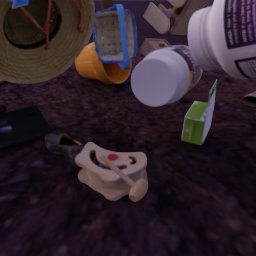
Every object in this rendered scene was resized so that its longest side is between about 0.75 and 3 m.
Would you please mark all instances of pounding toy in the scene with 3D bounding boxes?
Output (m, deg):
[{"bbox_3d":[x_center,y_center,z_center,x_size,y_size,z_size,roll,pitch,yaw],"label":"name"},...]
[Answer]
[{"bbox_3d":[-2.306,-2.655,6.360,2.208,1.025,1.704,-24,11,2],"label":"pounding toy"},{"bbox_3d":[-0.222,0.679,5.638,1.881,1.079,1.076,23,41,34],"label":"pounding toy"}]

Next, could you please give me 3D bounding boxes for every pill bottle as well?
[{"bbox_3d":[0.845,-1.117,5.880,1.105,1.105,1.898,13,24,21],"label":"pill bottle"},{"bbox_3d":[2.429,-1.635,4.245,2.865,1.611,1.611,0,22,45],"label":"pill bottle"}]

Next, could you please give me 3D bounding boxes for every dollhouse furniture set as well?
[{"bbox_3d":[1.424,-2.344,6.926,1.836,2.095,1.391,-14,59,-42],"label":"dollhouse furniture set"}]

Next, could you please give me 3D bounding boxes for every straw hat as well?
[{"bbox_3d":[-1.788,-1.973,5.084,2.241,2.241,0.948,-19,51,-30],"label":"straw hat"}]

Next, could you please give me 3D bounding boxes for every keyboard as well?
[{"bbox_3d":[-3.432,-0.003,7.279,2.569,0.330,1.543,-18,54,-35],"label":"keyboard"}]

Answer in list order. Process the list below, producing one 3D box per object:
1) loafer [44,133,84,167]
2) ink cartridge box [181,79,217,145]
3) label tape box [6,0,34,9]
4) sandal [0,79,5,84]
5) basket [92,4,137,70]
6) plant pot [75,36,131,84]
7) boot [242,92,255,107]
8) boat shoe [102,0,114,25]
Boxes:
[{"bbox_3d":[-1.507,0.369,6.729,1.514,0.547,0.551,22,37,35],"label":"loafer"},{"bbox_3d":[1.867,-0.466,7.275,0.554,1.462,1.080,13,32,22],"label":"ink cartridge box"},{"bbox_3d":[-1.069,-1.824,2.629,0.502,1.087,1.517,7,31,-7],"label":"label tape box"},{"bbox_3d":[-5.387,-1.907,10.872,0.598,0.429,1.505,23,37,34],"label":"sandal"},{"bbox_3d":[-0.311,-2.327,7.057,1.154,1.463,1.659,-9,26,-9],"label":"basket"},{"bbox_3d":[-1.086,-2.627,10.968,1.708,1.865,1.865,3,26,37],"label":"plant pot"},{"bbox_3d":[4.690,-1.053,9.303,1.374,0.499,1.250,-19,20,-42],"label":"boot"},{"bbox_3d":[-0.544,-3.544,8.577,0.352,0.979,0.331,-19,2,8],"label":"boat shoe"}]
